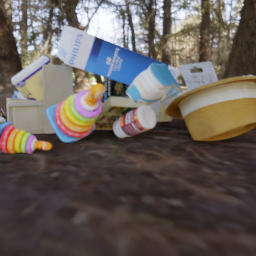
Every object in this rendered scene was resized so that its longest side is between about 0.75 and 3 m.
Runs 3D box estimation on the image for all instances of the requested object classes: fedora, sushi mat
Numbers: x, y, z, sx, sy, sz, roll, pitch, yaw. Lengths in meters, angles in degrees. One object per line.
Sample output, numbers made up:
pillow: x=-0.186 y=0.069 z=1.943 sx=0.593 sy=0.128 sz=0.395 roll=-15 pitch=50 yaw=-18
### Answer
fedora: x=2.216 y=-0.320 z=6.673 sx=2.628 sy=1.072 sz=2.628 roll=-9 pitch=-13 yaw=-2
sushi mat: x=1.312 y=-0.634 z=9.488 sx=0.570 sy=0.072 sz=1.191 roll=0 pitch=48 yaw=25

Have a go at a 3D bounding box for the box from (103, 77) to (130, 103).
box: x=-0.218 y=-0.890 z=9.324 sx=0.404 sy=1.758 sz=1.397 roll=10 pitch=12 yaw=40

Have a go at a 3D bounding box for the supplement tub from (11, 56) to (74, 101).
supplement tub: x=-2.670 y=-1.207 z=9.229 sx=1.402 sy=1.928 sz=1.402 roll=-31 pitch=21 yaw=13

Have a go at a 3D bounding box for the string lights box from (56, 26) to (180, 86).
string lights box: x=-0.295 y=-1.746 z=7.552 sx=2.978 sy=0.878 sz=1.530 roll=14 pitch=15 yaw=-27

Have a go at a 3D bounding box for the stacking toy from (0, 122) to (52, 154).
stacking toy: x=-2.117 y=0.303 z=5.783 sx=1.097 sy=0.602 sz=0.637 roll=11 pitch=18 yaw=0

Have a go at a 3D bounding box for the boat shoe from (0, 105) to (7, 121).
boat shoe: x=-4.827 y=-0.587 z=11.340 sx=0.691 sy=0.692 sz=1.965 roll=-40 pitch=18 yaw=-7

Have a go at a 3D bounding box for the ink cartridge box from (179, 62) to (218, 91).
ink cartridge box: x=3.147 y=-1.453 z=10.873 sx=0.701 sy=2.457 sz=1.997 roll=-28 pitch=19 yaw=-20

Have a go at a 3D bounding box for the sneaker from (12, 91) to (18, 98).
sneaker: x=-4.920 y=-0.999 z=13.549 sx=2.292 sy=0.943 sz=0.847 roll=31 pitch=0 yaw=38

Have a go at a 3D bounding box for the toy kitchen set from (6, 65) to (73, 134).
toy kitchen set: x=-2.579 y=-0.947 z=8.977 sx=2.395 sy=1.954 sz=2.161 roll=-3 pitch=9 yaw=-25

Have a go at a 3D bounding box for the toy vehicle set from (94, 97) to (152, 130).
toy vehicle set: x=-0.319 y=-0.346 z=7.745 sx=1.183 sy=0.252 sz=1.904 roll=0 pitch=-18 yaw=-27

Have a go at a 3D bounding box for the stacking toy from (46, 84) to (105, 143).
stacking toy: x=-0.994 y=-0.473 z=6.381 sx=1.091 sy=1.031 sz=1.879 roll=-28 pitch=-5 yaw=-39

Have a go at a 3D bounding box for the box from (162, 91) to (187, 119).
box: x=1.975 y=-0.723 z=8.589 sx=1.798 sy=0.615 sz=0.739 roll=-7 pitch=-16 yaw=-37

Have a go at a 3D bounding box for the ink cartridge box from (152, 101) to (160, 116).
ink cartridge box: x=0.700 y=-0.648 z=10.429 sx=1.105 sy=0.574 sz=0.328 roll=-22 pitch=23 yaw=-5

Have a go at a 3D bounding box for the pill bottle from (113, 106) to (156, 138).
pill bottle: x=0.133 y=-0.121 z=7.138 sx=0.606 sy=0.606 sz=1.107 roll=-8 pitch=-11 yaw=-44

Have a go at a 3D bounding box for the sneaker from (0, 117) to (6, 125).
sneaker: x=-3.998 y=-0.264 z=7.392 sx=0.508 sy=0.797 sz=1.379 roll=-38 pitch=-8 yaw=34

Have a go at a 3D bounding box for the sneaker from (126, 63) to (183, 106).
sneaker: x=0.595 y=-0.881 z=5.943 sx=0.762 sy=0.722 sz=1.886 roll=-37 pitch=-12 yaw=24

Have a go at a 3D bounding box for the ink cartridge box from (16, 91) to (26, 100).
ink cartridge box: x=-3.886 y=-1.191 z=12.058 sx=0.997 sy=0.980 sz=1.354 roll=-28 pitch=-9 yaw=8

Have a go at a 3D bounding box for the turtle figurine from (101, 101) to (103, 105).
turtle figurine: x=-1.357 y=-0.741 z=10.771 sx=2.655 sy=0.855 sz=2.141 roll=-33 pitch=11 yaw=-7
